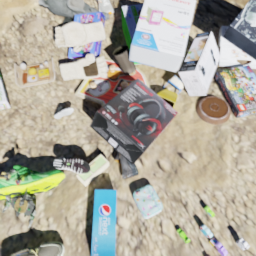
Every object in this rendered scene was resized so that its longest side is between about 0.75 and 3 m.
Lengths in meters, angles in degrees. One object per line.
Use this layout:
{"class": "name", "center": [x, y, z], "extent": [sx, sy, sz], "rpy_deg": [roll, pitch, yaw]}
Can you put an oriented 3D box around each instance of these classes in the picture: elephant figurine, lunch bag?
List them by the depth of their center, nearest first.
{"class": "lunch bag", "center": [0.680, 2.529, 9.699], "extent": [0.830, 0.399, 1.035], "rpy_deg": [-23, 61, -13]}
{"class": "elephant figurine", "center": [-2.682, -6.045, 14.357], "extent": [2.673, 1.891, 2.073], "rpy_deg": [42, 95, 6]}

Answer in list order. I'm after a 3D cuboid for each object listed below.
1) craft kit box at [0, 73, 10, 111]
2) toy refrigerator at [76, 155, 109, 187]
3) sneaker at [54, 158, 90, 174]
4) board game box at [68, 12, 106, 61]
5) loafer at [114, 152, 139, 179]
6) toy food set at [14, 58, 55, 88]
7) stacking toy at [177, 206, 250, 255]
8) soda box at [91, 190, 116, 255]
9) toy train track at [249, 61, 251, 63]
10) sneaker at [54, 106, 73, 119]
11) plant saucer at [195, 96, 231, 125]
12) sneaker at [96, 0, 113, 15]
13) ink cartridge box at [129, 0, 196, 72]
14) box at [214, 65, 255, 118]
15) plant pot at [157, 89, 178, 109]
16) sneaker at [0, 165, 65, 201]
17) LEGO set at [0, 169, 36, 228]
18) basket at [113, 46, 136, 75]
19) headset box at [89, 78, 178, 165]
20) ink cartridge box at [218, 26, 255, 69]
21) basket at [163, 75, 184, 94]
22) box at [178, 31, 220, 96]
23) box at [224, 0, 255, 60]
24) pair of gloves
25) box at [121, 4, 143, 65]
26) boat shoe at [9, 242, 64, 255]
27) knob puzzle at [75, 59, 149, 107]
{"class": "craft kit box", "center": [-6.600, -1.491, 12.124], "extent": [2.405, 0.591, 2.435], "rpy_deg": [-20, 61, -15]}
{"class": "toy refrigerator", "center": [-1.282, 1.551, 10.295], "extent": [1.183, 0.414, 0.449], "rpy_deg": [-40, 66, -21]}
{"class": "sneaker", "center": [-1.976, 1.379, 10.207], "extent": [1.333, 0.770, 0.504], "rpy_deg": [13, 78, 3]}
{"class": "board game box", "center": [-1.937, -4.257, 13.121], "extent": [1.450, 0.483, 2.157], "rpy_deg": [4, 81, 25]}
{"class": "loafer", "center": [-0.244, 1.075, 10.482], "extent": [0.643, 0.647, 1.778], "rpy_deg": [-23, 59, -8]}
{"class": "toy food set", "center": [-4.252, -2.605, 12.796], "extent": [1.760, 0.532, 1.263], "rpy_deg": [-13, 59, -8]}
{"class": "stacking toy", "center": [2.731, 3.609, 9.014], "extent": [1.412, 0.440, 1.873], "rpy_deg": [-35, 64, -19]}
{"class": "soda box", "center": [-0.771, 3.177, 9.091], "extent": [0.749, 0.708, 2.207], "rpy_deg": [2, 58, -4]}
{"class": "toy train track", "center": [6.148, -3.466, 13.533], "extent": [0.699, 0.198, 1.219], "rpy_deg": [0, 58, 0]}
{"class": "sneaker", "center": [-2.626, -0.734, 11.506], "extent": [0.951, 0.336, 0.472], "rpy_deg": [-20, 47, 25]}
{"class": "plant saucer", "center": [3.627, -0.815, 11.862], "extent": [1.496, 0.258, 1.496], "rpy_deg": [-1, 58, 1]}
{"class": "sneaker", "center": [-1.364, -6.999, 15.297], "extent": [0.752, 0.913, 1.985], "rpy_deg": [-19, 61, -11]}
{"class": "ink cartridge box", "center": [1.437, -4.102, 11.749], "extent": [2.139, 1.253, 2.960], "rpy_deg": [14, 69, 2]}
{"class": "box", "center": [5.016, -1.628, 12.244], "extent": [1.609, 0.444, 2.356], "rpy_deg": [-12, 59, -7]}
{"class": "plant pot", "center": [1.634, -1.118, 11.752], "extent": [0.854, 0.854, 0.753], "rpy_deg": [27, 50, 16]}
{"class": "sneaker", "center": [-3.595, 1.768, 9.824], "extent": [2.672, 0.989, 1.116], "rpy_deg": [-10, 62, -6]}
{"class": "LEGO set", "center": [-3.643, 2.336, 9.474], "extent": [1.306, 0.570, 2.010], "rpy_deg": [-6, 95, 12]}
{"class": "basket", "center": [-0.115, -2.929, 12.281], "extent": [0.720, 1.059, 0.955], "rpy_deg": [-23, 33, 8]}
{"class": "headset box", "center": [0.348, -0.401, 10.529], "extent": [2.148, 1.084, 2.890], "rpy_deg": [42, 51, 5]}
{"class": "ink cartridge box", "center": [5.576, -3.796, 13.529], "extent": [2.357, 0.513, 2.046], "rpy_deg": [6, 84, 5]}
{"class": "basket", "center": [2.046, -1.807, 12.307], "extent": [0.860, 0.598, 0.759], "rpy_deg": [-47, 66, 7]}
{"class": "box", "center": [3.190, -2.807, 12.299], "extent": [0.772, 1.498, 2.568], "rpy_deg": [2, 54, 39]}
{"class": "box", "center": [6.256, -4.544, 12.337], "extent": [2.723, 1.688, 2.677], "rpy_deg": [39, 97, 8]}
{"class": "pair of gloves", "center": [-1.942, -3.165, 11.751], "extent": [2.074, 2.440, 0.428], "rpy_deg": [-4, 29, -4]}
{"class": "box", "center": [1.144, -4.662, 13.567], "extent": [2.503, 1.372, 2.837], "rpy_deg": [-10, 58, -7]}
{"class": "boat shoe", "center": [-2.984, 4.046, 8.619], "extent": [1.999, 0.598, 0.714], "rpy_deg": [-16, 65, -10]}
{"class": "knob puzzle", "center": [-0.448, -2.032, 12.297], "extent": [3.264, 0.453, 3.264], "rpy_deg": [0, 52, 0]}
